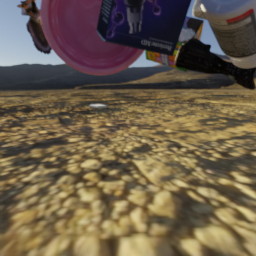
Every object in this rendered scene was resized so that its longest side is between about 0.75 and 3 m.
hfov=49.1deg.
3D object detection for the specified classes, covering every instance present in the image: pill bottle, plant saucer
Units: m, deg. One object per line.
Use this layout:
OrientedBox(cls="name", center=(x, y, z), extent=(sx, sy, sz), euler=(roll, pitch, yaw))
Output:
OrientedBox(cls="pill bottle", center=(2.585, -2.373, 6.409), extent=(1.256, 1.256, 2.206), euler=(7, -17, 35))
OrientedBox(cls="plant saucer", center=(-0.698, -2.594, 6.645), extent=(2.616, 2.616, 0.663), euler=(-2, 19, -11))

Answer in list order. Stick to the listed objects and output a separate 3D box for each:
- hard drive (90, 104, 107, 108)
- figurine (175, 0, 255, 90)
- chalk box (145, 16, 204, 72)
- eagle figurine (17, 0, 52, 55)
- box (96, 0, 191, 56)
OrientedBox(cls="hard drive", center=(-1.614, -1.173, 15.139), extent=(0.594, 0.120, 0.901), euler=(-6, 11, -33))
OrientedBox(cls="figurine", center=(3.029, -2.676, 8.365), extent=(2.516, 2.579, 1.110), euler=(23, 22, 16))
OrientedBox(cls="chalk box", center=(1.489, -3.428, 10.825), extent=(2.337, 1.459, 1.448), euler=(22, -25, 19))
OrientedBox(cls="eagle figurine", center=(-2.642, -3.258, 8.691), extent=(1.224, 1.613, 1.217), euler=(-14, 42, 26))
OrientedBox(cls="box", center=(0.346, -2.495, 5.190), extent=(1.442, 1.948, 1.016), euler=(5, 28, -20))
